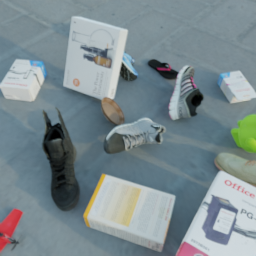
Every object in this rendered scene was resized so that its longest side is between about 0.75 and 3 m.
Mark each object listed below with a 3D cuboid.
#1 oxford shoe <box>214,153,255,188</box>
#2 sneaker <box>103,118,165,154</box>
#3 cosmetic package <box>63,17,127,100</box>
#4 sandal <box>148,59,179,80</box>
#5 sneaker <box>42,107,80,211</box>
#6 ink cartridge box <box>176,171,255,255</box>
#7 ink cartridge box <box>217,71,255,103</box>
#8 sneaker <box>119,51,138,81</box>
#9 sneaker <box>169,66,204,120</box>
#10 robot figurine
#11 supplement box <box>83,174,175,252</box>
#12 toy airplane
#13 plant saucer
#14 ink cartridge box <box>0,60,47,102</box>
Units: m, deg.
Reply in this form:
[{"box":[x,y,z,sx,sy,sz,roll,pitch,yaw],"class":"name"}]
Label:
[{"box":[3.710,1.178,7.997,2.599,0.959,0.920,24,45,39],"class":"oxford shoe"},{"box":[0.339,0.284,8.597,2.109,0.791,1.218,-28,29,-35],"class":"sneaker"},{"box":[-1.263,-2.499,10.255,1.955,2.593,0.670,21,25,18],"class":"cosmetic package"},{"box":[1.447,-2.508,11.658,0.596,0.358,1.587,-37,60,-26],"class":"sandal"},{"box":[-2.032,0.852,8.137,0.846,1.469,2.817,-13,49,3],"class":"sneaker"},{"box":[2.539,2.799,6.792,2.088,1.216,2.885,26,56,20],"class":"ink cartridge box"},{"box":[4.158,-1.465,10.713,0.860,0.507,1.494,-10,52,-8],"class":"ink cartridge box"},{"box":[-0.038,-2.685,11.581,0.849,0.739,1.887,-19,54,-19],"class":"sneaker"},{"box":[2.248,-1.275,10.160,1.058,0.892,2.420,6,55,24],"class":"sneaker"},{"box":[4.273,0.202,8.502,1.846,1.217,2.104,-43,25,-26],"class":"robot figurine"},{"box":[0.061,2.246,7.517,2.124,0.781,1.338,15,53,13],"class":"supplement box"},{"box":[-3.591,2.750,7.427,1.644,0.302,1.644,1,49,-1],"class":"toy airplane"},{"box":[-0.576,-0.547,9.795,0.211,1.154,1.154,-33,46,26],"class":"plant saucer"},{"box":[-4.052,-1.874,10.936,1.175,0.679,1.610,6,51,5],"class":"ink cartridge box"}]
